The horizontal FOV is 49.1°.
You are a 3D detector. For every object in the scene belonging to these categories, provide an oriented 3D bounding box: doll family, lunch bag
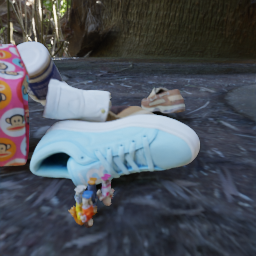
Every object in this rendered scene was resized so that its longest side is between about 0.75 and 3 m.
[{"bbox_3d":[-0.538,1.018,3.904,0.403,0.556,0.895,7,17,21],"label":"doll family"},{"bbox_3d":[-2.552,-0.395,5.659,1.005,2.162,2.454,-6,34,-24],"label":"lunch bag"}]

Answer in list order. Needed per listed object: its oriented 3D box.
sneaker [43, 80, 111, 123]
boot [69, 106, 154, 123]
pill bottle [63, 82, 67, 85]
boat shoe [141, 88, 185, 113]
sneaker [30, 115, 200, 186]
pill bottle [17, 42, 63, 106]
[{"bbox_3d":[-1.126,-0.511,6.239,1.400,0.893,2.423,10,9,-19],"label":"sneaker"},{"bbox_3d":[-0.761,-0.130,7.501,2.497,0.903,2.077,-9,10,-32],"label":"boot"},{"bbox_3d":[-3.417,-1.751,12.574,1.397,0.763,0.763,10,20,27],"label":"pill bottle"},{"bbox_3d":[1.109,-0.954,9.230,0.833,0.790,2.200,-14,11,-26],"label":"boat shoe"},{"bbox_3d":[-0.339,0.564,4.733,2.972,1.098,1.218,-4,39,26],"label":"sneaker"},{"bbox_3d":[-3.037,-1.707,9.765,1.319,1.319,2.375,2,-26,8],"label":"pill bottle"}]
